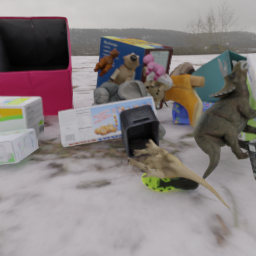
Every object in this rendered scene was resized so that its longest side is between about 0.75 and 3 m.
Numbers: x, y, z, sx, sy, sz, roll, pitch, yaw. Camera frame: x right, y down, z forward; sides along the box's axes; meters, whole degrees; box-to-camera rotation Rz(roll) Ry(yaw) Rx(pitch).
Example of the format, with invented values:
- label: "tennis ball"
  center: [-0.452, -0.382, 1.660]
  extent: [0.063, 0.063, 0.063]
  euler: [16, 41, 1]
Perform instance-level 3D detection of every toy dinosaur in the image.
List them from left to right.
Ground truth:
- label: "toy dinosaur"
  center: [0.718, 0.658, 4.839]
  extent: [1.075, 0.619, 2.126]
  euler: [21, -3, -35]
- label: "toy dinosaur"
  center: [2.053, -0.054, 5.933]
  extent: [1.454, 1.094, 2.843]
  euler: [25, 70, 30]

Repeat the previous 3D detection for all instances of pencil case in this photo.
- label: "pencil case"
  center: [2.360, -0.462, 8.765]
  extent: [1.978, 0.772, 0.859]
  euler: [4, 19, 14]

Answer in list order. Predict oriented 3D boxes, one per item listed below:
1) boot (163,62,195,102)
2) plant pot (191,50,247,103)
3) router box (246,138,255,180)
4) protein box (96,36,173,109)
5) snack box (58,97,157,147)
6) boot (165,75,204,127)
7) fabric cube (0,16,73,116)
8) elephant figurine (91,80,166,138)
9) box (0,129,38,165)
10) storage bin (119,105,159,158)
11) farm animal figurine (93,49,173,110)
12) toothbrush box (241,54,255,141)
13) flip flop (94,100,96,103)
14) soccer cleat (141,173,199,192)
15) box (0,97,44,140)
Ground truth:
- label: "boot"
  center: [1.950, -1.946, 11.762]
  extent: [2.045, 0.718, 1.495]
  euler: [-41, 18, 2]
- label: "plant pot"
  center: [3.066, -1.379, 9.691]
  extent: [1.525, 1.525, 2.158]
  euler: [6, -16, -36]
- label: "router box"
  center: [2.275, 0.376, 4.305]
  extent: [0.844, 0.633, 0.262]
  euler: [-23, 13, -17]
- label: "protein box"
  center: [0.151, -2.095, 10.715]
  extent: [1.583, 2.346, 2.329]
  euler: [-15, 32, -43]
- label: "snack box"
  center: [-0.487, -0.168, 7.065]
  extent: [2.426, 0.872, 0.295]
  euler: [-10, -18, -4]
- label: "boot"
  center: [1.659, -0.831, 8.507]
  extent: [1.141, 1.594, 0.561]
  euler: [5, -7, 34]
- label: "fabric cube"
  center: [-3.091, -1.981, 9.409]
  extent: [2.406, 2.399, 2.361]
  euler: [-4, 60, -10]
- label: "elephant figurine"
  center: [0.084, -0.611, 8.369]
  extent: [2.155, 1.672, 1.525]
  euler: [4, -1, 7]
- label: "box"
  center: [-2.694, 0.408, 6.114]
  extent: [1.057, 0.511, 0.933]
  euler: [-6, 15, 11]
- label: "storage bin"
  center: [0.251, 0.084, 6.225]
  extent: [0.741, 1.096, 0.514]
  euler: [-15, 51, -8]
- label: "farm animal figurine"
  center: [0.322, -1.674, 8.831]
  extent: [2.423, 1.957, 1.219]
  euler: [14, 57, 27]
- label: "toothbrush box"
  center: [3.264, -0.639, 6.794]
  extent: [0.816, 1.895, 1.380]
  euler: [0, 42, 12]
- label: "flip flop"
  center: [-0.881, -1.081, 11.428]
  extent: [1.207, 0.348, 0.490]
  euler: [15, 23, 39]
- label: "soccer cleat"
  center: [0.763, 0.959, 5.097]
  extent: [1.031, 0.333, 0.431]
  euler: [2, 5, 6]
- label: "box"
  center: [-3.479, -0.184, 7.325]
  extent: [2.153, 1.091, 1.211]
  euler: [1, 16, 3]
